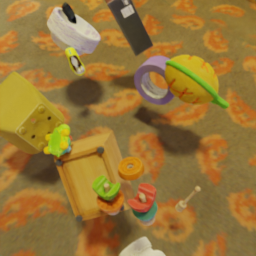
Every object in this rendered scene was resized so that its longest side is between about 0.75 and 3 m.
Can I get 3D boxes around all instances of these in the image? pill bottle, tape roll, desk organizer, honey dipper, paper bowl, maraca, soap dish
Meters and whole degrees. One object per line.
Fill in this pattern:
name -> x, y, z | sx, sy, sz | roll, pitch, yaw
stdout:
pill bottle -> 0.798, 4.451, 7.950 | 1.363, 1.363, 2.430 | -28, 59, -19
tape roll -> 1.139, -1.780, 10.627 | 1.724, 1.724, 0.733 | 26, 49, 18
desk organizer -> 0.036, -4.259, 11.352 | 0.878, 2.450, 0.943 | -30, 39, 7
honey dipper -> 1.670, 1.958, 7.766 | 0.240, 1.261, 0.240 | 12, 46, -13
paper bowl -> -2.157, -3.603, 10.831 | 2.010, 1.045, 2.010 | 29, 28, -17
maraca -> 2.253, -1.394, 9.164 | 1.420, 2.654, 1.820 | -53, 30, 9
soap dish -> -0.894, 1.341, 7.349 | 1.699, 2.159, 0.877 | -17, 9, 11

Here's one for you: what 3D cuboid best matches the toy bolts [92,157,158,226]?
toy bolts -> 0.113, 1.457, 6.030 | 1.360, 0.943, 1.299 | 22, 50, 35

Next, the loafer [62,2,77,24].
loafer -> -2.118, -4.168, 10.230 | 0.371, 1.056, 0.358 | 39, 84, 12

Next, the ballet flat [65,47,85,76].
ballet flat -> -1.916, -2.312, 10.324 | 0.492, 1.473, 0.494 | -26, 59, -4

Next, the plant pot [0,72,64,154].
plant pot -> -3.279, -0.293, 9.082 | 2.036, 1.977, 1.990 | 25, 72, 43

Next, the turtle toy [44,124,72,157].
turtle toy -> -1.668, 0.304, 6.957 | 0.678, 0.470, 0.930 | -15, 58, 24
